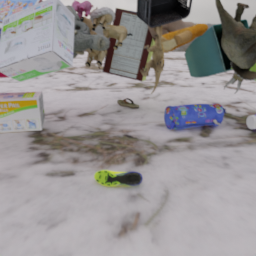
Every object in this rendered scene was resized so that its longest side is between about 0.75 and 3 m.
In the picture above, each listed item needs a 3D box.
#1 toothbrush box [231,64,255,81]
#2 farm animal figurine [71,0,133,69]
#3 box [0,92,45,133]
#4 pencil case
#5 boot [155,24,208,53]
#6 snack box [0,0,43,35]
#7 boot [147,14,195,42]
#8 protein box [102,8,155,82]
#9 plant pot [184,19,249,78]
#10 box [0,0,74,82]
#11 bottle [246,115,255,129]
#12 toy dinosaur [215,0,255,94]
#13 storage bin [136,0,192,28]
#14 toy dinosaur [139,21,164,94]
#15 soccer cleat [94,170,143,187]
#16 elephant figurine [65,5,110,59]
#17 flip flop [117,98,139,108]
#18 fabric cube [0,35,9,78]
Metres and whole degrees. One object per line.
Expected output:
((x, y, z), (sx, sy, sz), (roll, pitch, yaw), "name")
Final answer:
((4.132, -2.344, 8.249), (1.380, 1.895, 0.816), (0, 32, -42), "toothbrush box")
((-1.098, -3.186, 9.080), (1.957, 1.219, 2.423), (28, -29, -22), "farm animal figurine")
((-3.938, -0.532, 9.211), (2.153, 1.091, 1.211), (-4, 18, -10), "box")
((2.206, -0.366, 9.268), (1.978, 0.772, 0.859), (-4, 46, -14), "pencil case")
((1.671, -2.839, 8.851), (1.141, 0.561, 1.594), (-27, 17, -21), "boot")
((-2.925, -2.531, 6.251), (2.426, 0.872, 0.295), (16, -16, 28), "snack box")
((1.533, -3.832, 9.621), (2.045, 1.495, 0.718), (-30, 45, -21), "boot")
((0.169, -3.206, 11.214), (1.583, 2.346, 2.329), (15, 12, 4), "protein box")
((3.102, -2.624, 10.083), (1.525, 1.525, 2.158), (-18, 2, -23), "plant pot")
((-1.394, -1.308, 4.250), (1.057, 0.933, 0.511), (-11, -19, 23), "box")
((4.815, -0.248, 9.132), (1.890, 0.617, 0.790), (-4, 20, -12), "bottle")
((2.876, -2.119, 6.974), (1.094, 1.454, 2.843), (17, -15, 39), "toy dinosaur")
((0.770, -2.657, 5.892), (1.096, 0.741, 0.514), (-22, 53, -19), "storage bin")
((0.754, -1.668, 7.181), (0.619, 2.126, 1.075), (10, 31, 19), "toy dinosaur")
((-0.200, 1.071, 5.892), (1.031, 0.333, 0.431), (0, -12, 12), "soccer cleat")
((-1.573, -2.217, 6.917), (2.155, 1.672, 1.525), (-12, -10, 0), "elephant figurine")
((0.011, -1.090, 12.031), (0.490, 0.348, 1.207), (-15, 24, -37), "flip flop")
((-4.259, -2.934, 8.790), (2.399, 2.361, 2.406), (-8, 4, 41), "fabric cube")
